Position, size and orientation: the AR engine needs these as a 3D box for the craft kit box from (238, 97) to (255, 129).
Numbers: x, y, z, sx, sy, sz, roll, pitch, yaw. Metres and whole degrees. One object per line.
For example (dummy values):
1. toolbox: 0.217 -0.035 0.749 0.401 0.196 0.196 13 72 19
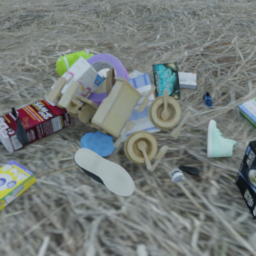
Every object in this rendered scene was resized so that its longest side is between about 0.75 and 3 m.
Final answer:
1. craft kit box: 6.761 -0.684 12.187 2.666 0.655 2.699 -30 43 4

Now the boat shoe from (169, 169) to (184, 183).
1. boat shoe: 1.623 1.576 9.393 0.421 1.141 0.390 -35 68 9

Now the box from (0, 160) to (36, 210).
1. box: -4.434 2.099 9.644 1.235 0.509 2.104 23 46 26

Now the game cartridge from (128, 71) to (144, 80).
1. game cartridge: 0.397 -2.946 16.019 0.672 0.210 1.010 28 47 35

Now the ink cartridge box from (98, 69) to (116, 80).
1. ink cartridge box: -1.490 -2.737 15.323 1.720 0.725 1.256 -14 41 -16

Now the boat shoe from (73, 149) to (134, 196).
1. boat shoe: -0.722 1.313 8.099 1.966 0.593 0.726 32 67 -7

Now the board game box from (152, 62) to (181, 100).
1. board game box: 1.495 -1.765 10.860 0.989 1.462 0.206 -7 6 3

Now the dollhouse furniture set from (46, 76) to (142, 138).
1. dollhouse furniture set: -1.188 -1.065 11.005 2.845 2.493 1.890 23 80 41

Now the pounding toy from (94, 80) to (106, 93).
1. pounding toy: -1.430 -1.887 14.567 0.948 0.570 1.228 3 67 -11

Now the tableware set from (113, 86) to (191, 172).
1. tableware set: 0.959 0.083 10.198 1.868 0.566 2.826 35 85 -8

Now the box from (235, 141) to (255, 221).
1. box: 4.357 1.663 8.944 0.876 2.033 1.665 -4 40 -5

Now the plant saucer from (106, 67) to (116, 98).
1. plant saucer: -0.706 -1.635 11.845 0.270 1.833 1.833 -1 39 4

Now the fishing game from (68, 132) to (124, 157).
1. fishing game: -1.227 0.713 11.478 2.073 0.322 1.484 -24 52 -35

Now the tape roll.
1. tape roll: -1.192 -2.294 13.534 2.345 0.996 2.345 -2 80 13

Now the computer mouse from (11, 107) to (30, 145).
1. computer mouse: -3.751 -0.079 9.472 0.337 0.580 1.978 -24 44 -19

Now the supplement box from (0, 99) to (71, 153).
1. supplement box: -4.152 -0.229 12.162 2.879 0.877 1.567 -28 47 -31

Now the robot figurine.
1. robot figurine: -2.980 -3.498 15.738 2.291 1.325 2.010 -17 15 -12

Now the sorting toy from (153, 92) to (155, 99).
1. sorting toy: 0.412 -0.587 12.472 1.632 1.115 2.716 20 65 35

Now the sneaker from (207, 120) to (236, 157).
1. sneaker: 3.804 0.468 11.451 1.097 0.684 1.860 3 49 12

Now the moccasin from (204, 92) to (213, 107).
1. moccasin: 3.995 -1.456 14.065 0.416 0.352 1.034 -2 40 -3

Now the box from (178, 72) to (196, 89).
1. box: 3.267 -2.651 15.590 1.004 0.265 1.287 6 41 7

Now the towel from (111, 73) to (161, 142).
1. towel: 0.258 -0.792 11.154 1.781 2.425 0.289 -15 -10 25

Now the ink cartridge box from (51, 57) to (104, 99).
1. ink cartridge box: -2.209 -1.933 12.409 1.926 1.392 0.815 -44 62 4

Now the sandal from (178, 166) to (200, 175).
1. sandal: 2.299 1.607 10.507 0.825 0.197 0.310 13 40 34
